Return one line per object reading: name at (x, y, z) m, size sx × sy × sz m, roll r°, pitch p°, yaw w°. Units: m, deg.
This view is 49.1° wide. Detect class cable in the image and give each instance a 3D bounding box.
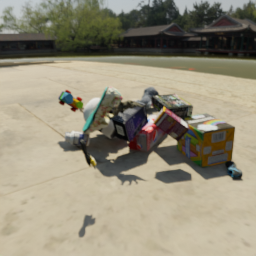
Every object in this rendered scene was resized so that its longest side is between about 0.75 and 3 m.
cable at (-1.172, 0.727, 8.122) m, size 0.256 × 1.019 × 0.495 m, roll -21°, pitch 26°, yaw -17°

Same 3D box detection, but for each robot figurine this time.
robot figurine at (-0.983, -0.444, 13.281) m, size 2.349 × 1.765 × 1.466 m, roll 31°, pitch 18°, yaw 7°

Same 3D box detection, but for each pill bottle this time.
pill bottle at (-2.300, 0.473, 12.624) m, size 1.063 × 0.590 × 0.590 m, roll 8°, pitch 18°, yaw -17°

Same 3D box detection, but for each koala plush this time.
koala plush at (1.230, -1.733, 17.965) m, size 1.408 × 1.459 × 1.587 m, roll 12°, pitch 35°, yaw 30°

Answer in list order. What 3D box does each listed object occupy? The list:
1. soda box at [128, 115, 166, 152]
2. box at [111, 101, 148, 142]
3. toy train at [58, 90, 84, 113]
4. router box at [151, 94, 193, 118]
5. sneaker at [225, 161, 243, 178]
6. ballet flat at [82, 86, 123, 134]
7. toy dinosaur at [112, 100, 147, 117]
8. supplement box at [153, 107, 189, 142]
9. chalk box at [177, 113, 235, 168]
soda box at (0.989, 0.185, 13.236) m, size 0.945 × 0.856 × 2.698 m, roll 9°, pitch 22°, yaw 25°
box at (0.113, -0.301, 11.747) m, size 0.744 × 1.055 × 1.426 m, roll 21°, pitch 51°, yaw 36°
toy train at (-2.378, -1.095, 13.451) m, size 1.845 × 0.781 × 1.067 m, roll 31°, pitch -7°, yaw -24°
router box at (1.888, -0.980, 12.327) m, size 1.229 × 0.509 × 1.640 m, roll -8°, pitch 28°, yaw -18°
sneaker at (3.826, 1.514, 10.383) m, size 0.402 × 0.359 × 0.981 m, roll -4°, pitch 21°, yaw -10°
ballet flat at (-1.071, -0.533, 11.767) m, size 0.909 × 2.845 × 1.076 m, roll 24°, pitch 45°, yaw -15°
toy dinosaur at (-0.019, -0.853, 10.561) m, size 1.394 × 0.537 × 0.713 m, roll -22°, pitch 12°, yaw 5°
supplement box at (1.623, -0.130, 10.581) m, size 1.211 × 0.668 × 0.519 m, roll 36°, pitch 23°, yaw -4°
chalk box at (3.036, 0.363, 11.823) m, size 1.545 × 1.534 × 2.475 m, roll -9°, pitch 21°, yaw -17°
